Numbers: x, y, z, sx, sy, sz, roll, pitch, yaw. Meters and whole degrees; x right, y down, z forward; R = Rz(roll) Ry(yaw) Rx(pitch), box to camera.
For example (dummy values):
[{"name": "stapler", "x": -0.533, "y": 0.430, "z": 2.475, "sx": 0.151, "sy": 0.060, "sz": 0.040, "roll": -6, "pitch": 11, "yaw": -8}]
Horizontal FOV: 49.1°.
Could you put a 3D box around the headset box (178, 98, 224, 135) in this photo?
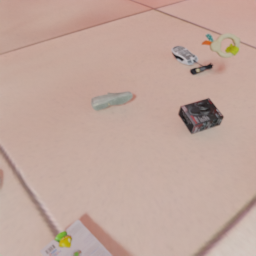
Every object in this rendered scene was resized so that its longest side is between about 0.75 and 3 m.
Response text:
[{"name": "headset box", "x": 2.180, "y": -0.360, "z": 8.652, "sx": 1.164, "sy": 0.450, "sz": 0.866, "roll": -15, "pitch": 54, "yaw": -15}]

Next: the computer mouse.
[{"name": "computer mouse", "x": 2.562, "y": -2.850, "z": 11.802, "sx": 1.041, "sy": 0.417, "sz": 1.899, "roll": -27, "pitch": 54, "yaw": -21}]

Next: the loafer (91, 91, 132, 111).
[{"name": "loafer", "x": -0.569, "y": -1.009, "z": 9.475, "sx": 1.425, "sy": 0.498, "sz": 0.497, "roll": -14, "pitch": 60, "yaw": -4}]

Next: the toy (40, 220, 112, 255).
[{"name": "toy", "x": -0.859, "y": 2.748, "z": 5.559, "sx": 0.992, "sy": 0.407, "sz": 1.723, "roll": -35, "pitch": 52, "yaw": -29}]

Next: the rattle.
[{"name": "rattle", "x": 2.833, "y": -2.626, "z": 8.804, "sx": 1.176, "sy": 0.766, "sz": 0.840, "roll": 4, "pitch": 30, "yaw": 4}]
